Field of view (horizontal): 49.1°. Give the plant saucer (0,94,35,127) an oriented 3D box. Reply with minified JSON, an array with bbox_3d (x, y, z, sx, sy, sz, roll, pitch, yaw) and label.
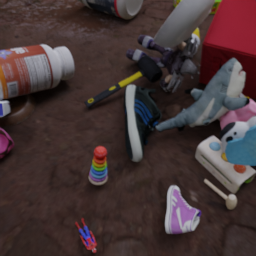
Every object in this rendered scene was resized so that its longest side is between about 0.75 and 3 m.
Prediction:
[{"bbox_3d":[-3.749,-0.719,8.739,1.629,0.280,1.629,0,47,0],"label":"plant saucer"}]

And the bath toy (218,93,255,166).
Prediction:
[{"bbox_3d":[2.932,-0.218,7.164,1.279,1.087,2.942,1,26,10],"label":"bath toy"}]

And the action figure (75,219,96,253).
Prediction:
[{"bbox_3d":[-0.893,2.344,6.043,0.257,0.203,0.785,-23,55,-23],"label":"action figure"}]

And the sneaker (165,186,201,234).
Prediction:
[{"bbox_3d":[1.224,1.757,6.113,0.721,0.458,1.264,-12,32,19],"label":"sneaker"}]

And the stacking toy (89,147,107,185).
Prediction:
[{"bbox_3d":[-0.683,0.852,6.494,0.455,1.066,0.455,4,42,-4],"label":"stacking toy"}]

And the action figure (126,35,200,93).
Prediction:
[{"bbox_3d":[1.270,-2.296,9.197,1.036,1.943,2.986,19,14,-44],"label":"action figure"}]

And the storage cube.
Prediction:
[{"bbox_3d":[3.766,-2.513,8.541,2.445,2.325,2.720,20,76,17],"label":"storage cube"}]

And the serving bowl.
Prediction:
[{"bbox_3d":[1.613,-2.921,7.410,0.699,2.124,2.124,40,54,-3],"label":"serving bowl"}]

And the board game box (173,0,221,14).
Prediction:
[{"bbox_3d":[3.544,-5.886,13.170,2.507,0.597,1.273,-8,49,-8],"label":"board game box"}]

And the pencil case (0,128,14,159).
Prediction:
[{"bbox_3d":[-3.973,0.740,6.938,0.959,0.990,2.113,26,54,21],"label":"pencil case"}]

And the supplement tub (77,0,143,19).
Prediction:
[{"bbox_3d":[-0.864,-6.169,12.477,2.828,1.985,1.985,25,53,21],"label":"supplement tub"}]

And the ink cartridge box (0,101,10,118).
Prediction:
[{"bbox_3d":[-4.135,-0.400,7.201,1.874,0.413,1.909,-8,8,-16],"label":"ink cartridge box"}]

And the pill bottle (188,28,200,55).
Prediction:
[{"bbox_3d":[2.350,-3.397,10.801,0.786,0.786,1.403,6,48,5],"label":"pill bottle"}]

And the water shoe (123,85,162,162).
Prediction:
[{"bbox_3d":[0.448,-0.275,7.872,1.073,0.972,2.719,1,49,-4],"label":"water shoe"}]

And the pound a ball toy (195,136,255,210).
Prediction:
[{"bbox_3d":[2.329,1.021,6.888,1.057,0.688,1.620,-27,53,-22],"label":"pound a ball toy"}]

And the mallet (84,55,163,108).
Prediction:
[{"bbox_3d":[-0.239,-1.472,8.907,2.638,0.543,0.869,-24,64,-4],"label":"mallet"}]

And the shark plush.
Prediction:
[{"bbox_3d":[1.943,-0.684,7.529,1.092,2.623,1.192,56,26,-5],"label":"shark plush"}]

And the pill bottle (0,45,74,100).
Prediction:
[{"bbox_3d":[-3.019,-1.802,8.696,2.482,1.392,1.392,-20,50,-31],"label":"pill bottle"}]
